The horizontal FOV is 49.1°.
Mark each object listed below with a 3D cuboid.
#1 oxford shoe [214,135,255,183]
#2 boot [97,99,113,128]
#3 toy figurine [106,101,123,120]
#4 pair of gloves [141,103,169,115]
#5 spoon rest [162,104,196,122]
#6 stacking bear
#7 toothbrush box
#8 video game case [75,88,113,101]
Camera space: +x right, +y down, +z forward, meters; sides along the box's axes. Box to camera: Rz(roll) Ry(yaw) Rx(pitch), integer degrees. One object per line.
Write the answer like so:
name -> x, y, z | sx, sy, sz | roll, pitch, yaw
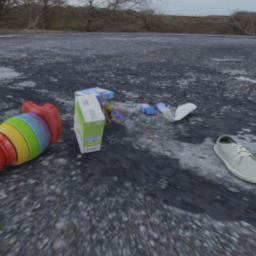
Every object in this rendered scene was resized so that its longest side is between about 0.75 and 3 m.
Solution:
oxford shoe -> 3.165, 0.835, 8.022 | 0.809, 0.622, 2.153 | -3, 26, -14
boot -> -0.814, -0.354, 10.535 | 0.430, 1.248, 1.339 | -39, 42, 8
toy figurine -> -0.413, -0.572, 10.630 | 0.449, 0.852, 0.510 | -46, 39, -8
pair of gloves -> 1.211, -0.845, 12.219 | 1.327, 0.151, 1.067 | -5, 32, -13
spoon rest -> 2.110, -0.619, 11.414 | 1.783, 0.540, 0.886 | -16, 0, -43
stacking bear -> -3.308, 0.409, 7.992 | 1.553, 1.454, 2.558 | 9, 31, 33
toothbrush box -> -1.238, -0.110, 8.673 | 0.645, 1.498, 1.091 | -10, 53, -20
video game case -> -1.703, -1.639, 13.981 | 1.429, 0.325, 1.296 | -22, 32, -40
